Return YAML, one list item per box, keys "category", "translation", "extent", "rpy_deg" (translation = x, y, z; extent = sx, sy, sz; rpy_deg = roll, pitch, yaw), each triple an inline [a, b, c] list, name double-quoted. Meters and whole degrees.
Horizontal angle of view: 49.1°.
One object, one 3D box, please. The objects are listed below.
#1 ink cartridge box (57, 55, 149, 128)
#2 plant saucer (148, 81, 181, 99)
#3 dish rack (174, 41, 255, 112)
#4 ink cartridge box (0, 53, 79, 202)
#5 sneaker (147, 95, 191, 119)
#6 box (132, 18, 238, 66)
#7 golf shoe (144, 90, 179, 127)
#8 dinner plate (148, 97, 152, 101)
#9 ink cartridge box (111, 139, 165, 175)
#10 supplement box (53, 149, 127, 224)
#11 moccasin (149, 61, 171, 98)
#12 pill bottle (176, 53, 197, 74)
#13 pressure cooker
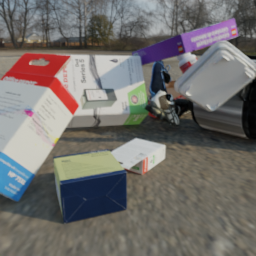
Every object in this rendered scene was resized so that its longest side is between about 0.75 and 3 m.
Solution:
- category: "ink cartridge box"
  translation: [-0.935, -1.151, 8.901]
  extent: [2.776, 2.020, 1.166]
  rpy_deg: [-3, -16, -16]
- category: "plant saucer"
  translation: [2.122, -1.617, 12.756]
  extent: [2.431, 0.419, 2.431]
  rpy_deg: [-2, 27, 1]
- category: "dish rack"
  translation: [2.045, -1.071, 6.525]
  extent: [1.394, 1.624, 0.354]
  rpy_deg: [27, 38, -23]
- category: "ink cartridge box"
  translation: [-2.128, -0.183, 5.538]
  extent: [1.606, 0.930, 2.764]
  rpy_deg: [13, 62, 33]
- category: "sneaker"
  translation: [1.803, -0.722, 10.114]
  extent: [2.178, 0.770, 1.064]
  rpy_deg: [-9, 20, -19]
- category: "box"
  translation: [1.641, -2.614, 8.865]
  extent: [1.975, 0.564, 2.886]
  rpy_deg: [-23, 14, -22]
- category: "golf shoe"
  translation: [1.228, -0.566, 8.480]
  extent: [0.675, 0.821, 1.737]
  rpy_deg: [32, 4, 32]
- category: "dinner plate"
  translation: [2.001, -1.203, 12.454]
  extent: [2.209, 0.268, 2.209]
  rpy_deg: [0, 17, 0]
- category: "ink cartridge box"
  translation: [0.119, 0.702, 6.345]
  extent: [0.838, 0.387, 1.539]
  rpy_deg: [12, 23, 33]
- category: "supplement box"
  translation: [-0.701, 0.962, 4.949]
  extent: [1.089, 0.731, 1.088]
  rpy_deg: [-7, 19, -20]
- category: "moccasin"
  translation: [1.321, -1.855, 10.803]
  extent: [0.715, 0.843, 2.096]
  rpy_deg: [-7, 49, 20]
- category: "pill bottle"
  translation: [2.616, -2.499, 11.686]
  extent: [0.801, 1.426, 0.801]
  rpy_deg: [-31, 1, 1]
- category: "pressure cooker"
  translation: [3.392, -0.831, 8.089]
  extent: [2.616, 2.336, 2.300]
  rpy_deg: [18, 44, 44]
